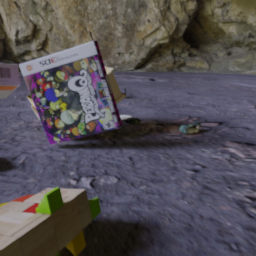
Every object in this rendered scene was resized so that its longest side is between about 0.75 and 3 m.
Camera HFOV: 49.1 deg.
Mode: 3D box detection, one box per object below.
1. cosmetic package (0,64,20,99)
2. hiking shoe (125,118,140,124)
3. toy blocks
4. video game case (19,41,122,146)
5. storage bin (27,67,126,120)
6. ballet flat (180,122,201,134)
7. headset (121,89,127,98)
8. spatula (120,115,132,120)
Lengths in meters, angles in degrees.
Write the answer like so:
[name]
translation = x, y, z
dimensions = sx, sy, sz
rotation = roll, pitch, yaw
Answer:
[cosmetic package]
translation = -4.881, -1.680, 10.366
dimensions = 1.133, 0.796, 2.233
rotation = -6, -3, -35
[hiking shoe]
translation = 0.181, -0.275, 13.003
dimensions = 0.783, 0.296, 0.394
rotation = 0, 21, 36
[toy blocks]
translation = -1.819, 1.643, 4.575
dimensions = 1.663, 1.216, 2.433
rotation = -5, 10, 28
[video game case]
translation = -1.841, -1.068, 9.245
dimensions = 2.635, 2.907, 0.521
rotation = -13, 16, 11
[storage bin]
translation = -2.256, -1.323, 11.685
dimensions = 2.954, 1.384, 2.933
rotation = -41, 40, -24
[ballet flat]
translation = 2.671, 0.055, 11.629
dimensions = 1.211, 0.450, 0.450
rotation = -13, 19, -33
[headset]
translation = -0.454, -2.501, 20.653
dimensions = 0.724, 0.551, 1.172
rotation = 9, 29, 27
[spatula]
translation = -1.439, -0.448, 13.797
dimensions = 2.002, 0.231, 2.879
rotation = 19, 24, 37
